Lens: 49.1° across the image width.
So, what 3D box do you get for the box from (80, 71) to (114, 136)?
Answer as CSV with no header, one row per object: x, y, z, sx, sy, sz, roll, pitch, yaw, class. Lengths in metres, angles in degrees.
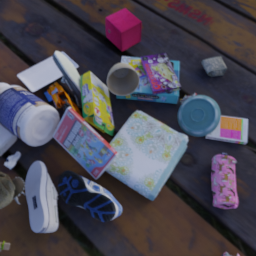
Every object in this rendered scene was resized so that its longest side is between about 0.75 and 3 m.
-1.236,-0.890,11.222,0.595,1.442,2.458,-25,55,20,box

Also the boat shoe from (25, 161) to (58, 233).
-2.884,2.364,9.697,0.911,0.897,2.570,-35,53,17,boat shoe

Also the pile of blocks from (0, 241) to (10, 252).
-4.125,3.759,8.893,0.775,0.318,0.241,-11,17,-10,pile of blocks

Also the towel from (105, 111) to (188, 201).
0.627,0.913,10.597,2.500,0.703,2.920,30,62,15,towel

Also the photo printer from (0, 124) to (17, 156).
-5.390,0.380,11.002,1.585,0.550,1.319,34,68,18,photo printer

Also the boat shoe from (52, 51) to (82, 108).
-2.387,-1.899,11.495,0.786,2.543,0.926,-27,23,20,boat shoe

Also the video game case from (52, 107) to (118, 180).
-1.571,0.582,9.859,2.320,1.659,0.202,43,40,6,video game case

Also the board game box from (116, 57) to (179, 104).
0.905,-2.159,12.469,2.653,0.622,2.002,5,60,3,board game box

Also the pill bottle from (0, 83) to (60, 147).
-4.195,-0.649,10.882,2.961,1.643,1.643,30,64,28,pill bottle

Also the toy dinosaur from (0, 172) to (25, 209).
-3.885,1.823,8.178,1.455,2.846,1.095,30,90,-6,toy dinosaur

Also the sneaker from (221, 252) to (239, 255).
2.997,4.222,8.907,1.219,0.428,0.500,5,41,2,sneaker

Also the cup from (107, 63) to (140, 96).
-0.254,-2.099,11.316,1.311,1.311,0.938,-7,43,-4,cup

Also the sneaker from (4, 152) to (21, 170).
-4.295,1.158,10.432,0.387,0.331,0.888,33,27,-17,sneaker

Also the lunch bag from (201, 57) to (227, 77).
3.907,-2.794,12.880,0.960,0.564,0.787,-8,60,-10,lunch bag

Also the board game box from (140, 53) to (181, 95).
1.365,-2.361,12.059,1.211,0.326,2.018,-14,60,-5,board game box

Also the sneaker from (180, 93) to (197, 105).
2.533,-1.263,11.864,0.312,0.802,0.329,-10,73,-56,sneaker

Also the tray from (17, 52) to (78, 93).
-3.614,-2.519,12.752,2.478,0.275,1.330,-36,65,-24,tray

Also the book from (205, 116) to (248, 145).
3.980,0.051,11.338,1.576,0.379,1.053,10,62,7,book

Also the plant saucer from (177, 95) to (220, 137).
2.796,-0.502,11.213,1.712,0.235,1.712,-4,79,23,plant saucer

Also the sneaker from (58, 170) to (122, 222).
-1.362,2.370,9.651,2.682,1.033,1.016,30,88,29,sneaker

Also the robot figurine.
-2.318,-0.597,11.028,0.707,1.761,2.430,-32,57,0,robot figurine

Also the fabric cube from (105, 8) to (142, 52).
-0.228,-4.762,13.646,1.273,1.249,1.269,-34,67,-19,fabric cube

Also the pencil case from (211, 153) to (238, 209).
3.428,1.912,9.965,0.805,0.841,1.944,15,61,-10,pencil case

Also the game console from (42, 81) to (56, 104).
-3.313,-1.545,12.218,0.449,0.679,0.772,-11,55,-43,game console
